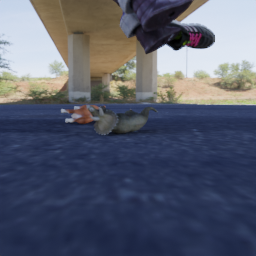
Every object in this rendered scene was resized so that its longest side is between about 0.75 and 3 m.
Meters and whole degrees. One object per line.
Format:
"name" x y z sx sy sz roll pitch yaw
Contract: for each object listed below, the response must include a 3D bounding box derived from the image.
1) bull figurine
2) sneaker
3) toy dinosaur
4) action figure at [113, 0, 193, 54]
"bull figurine" -1.483 -0.493 9.856 1.171 0.628 1.928 -1 4 13
"sneaker" 1.926 -3.073 9.574 2.399 0.885 1.049 11 47 -16
"toy dinosaur" -0.113 -0.147 6.806 2.087 0.803 1.068 3 15 -27
"action figure" -0.401 -2.456 4.041 1.029 2.966 1.930 -38 -6 -20
